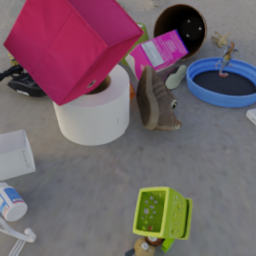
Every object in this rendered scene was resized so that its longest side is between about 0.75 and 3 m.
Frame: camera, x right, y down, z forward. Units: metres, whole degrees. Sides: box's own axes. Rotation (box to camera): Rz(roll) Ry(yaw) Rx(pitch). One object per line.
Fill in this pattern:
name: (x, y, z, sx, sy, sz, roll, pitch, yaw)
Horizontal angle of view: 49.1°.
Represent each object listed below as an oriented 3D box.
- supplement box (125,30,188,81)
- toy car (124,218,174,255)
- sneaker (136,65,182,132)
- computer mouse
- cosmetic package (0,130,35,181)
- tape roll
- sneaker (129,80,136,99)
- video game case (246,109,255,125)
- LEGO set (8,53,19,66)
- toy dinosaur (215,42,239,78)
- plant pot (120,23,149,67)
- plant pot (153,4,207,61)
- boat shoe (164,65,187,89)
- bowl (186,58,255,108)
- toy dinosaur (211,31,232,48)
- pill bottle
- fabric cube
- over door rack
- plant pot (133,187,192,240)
supplement box: (1.126, -2.838, 10.945, 2.135, 1.081, 1.104, -29, 90, -30)
toy car: (0.355, 2.327, 5.522, 0.713, 0.685, 0.868, 37, 63, 23)
sneaker: (0.949, -0.911, 9.003, 1.103, 1.028, 2.920, 14, 43, -15)
computer mouse: (-3.552, -1.745, 10.408, 2.760, 0.635, 1.938, 11, 35, 18)
cosmetic package: (-3.450, 0.822, 6.956, 1.991, 1.012, 0.737, -14, 46, -14)
tape roll: (-1.067, -0.786, 8.300, 2.238, 1.537, 2.238, 0, 47, 0)
sneaker: (-0.744, -1.701, 10.160, 1.151, 1.089, 2.985, -36, 44, -12)
video game case: (5.290, -0.014, 8.527, 2.427, 0.288, 2.209, -10, 41, -13)
LEGO set: (-4.516, -3.267, 11.906, 1.180, 0.889, 1.535, -4, 40, -5)
toy dinosaur: (3.327, -2.200, 9.345, 0.548, 0.946, 1.043, 29, 45, 18)
plant pot: (0.354, -3.563, 11.780, 1.413, 1.510, 1.413, 0, 40, 0)
plant pot: (2.558, -4.313, 12.449, 2.226, 2.226, 2.382, 17, 28, 19)
boat shoe: (1.740, -1.891, 10.662, 0.431, 0.503, 1.376, -5, 35, 50)
bowl: (3.564, -1.717, 10.330, 2.840, 0.557, 2.840, 0, 40, 0)
toy dinosaur: (4.492, -4.323, 13.641, 0.786, 0.452, 1.554, 33, 56, 12)
pill bottle: (-2.735, 1.651, 6.377, 0.506, 0.506, 0.902, -30, 49, -31)
fabric cube: (-1.206, -2.074, 6.528, 1.993, 1.986, 1.955, 48, 35, -2)
over door rack: (-3.182, 2.397, 5.317, 2.235, 0.744, 1.651, 11, 40, 13)
plant pot: (0.644, 1.524, 4.898, 0.735, 0.810, 0.806, 24, 65, -30)
